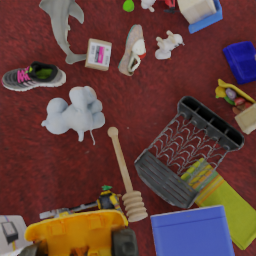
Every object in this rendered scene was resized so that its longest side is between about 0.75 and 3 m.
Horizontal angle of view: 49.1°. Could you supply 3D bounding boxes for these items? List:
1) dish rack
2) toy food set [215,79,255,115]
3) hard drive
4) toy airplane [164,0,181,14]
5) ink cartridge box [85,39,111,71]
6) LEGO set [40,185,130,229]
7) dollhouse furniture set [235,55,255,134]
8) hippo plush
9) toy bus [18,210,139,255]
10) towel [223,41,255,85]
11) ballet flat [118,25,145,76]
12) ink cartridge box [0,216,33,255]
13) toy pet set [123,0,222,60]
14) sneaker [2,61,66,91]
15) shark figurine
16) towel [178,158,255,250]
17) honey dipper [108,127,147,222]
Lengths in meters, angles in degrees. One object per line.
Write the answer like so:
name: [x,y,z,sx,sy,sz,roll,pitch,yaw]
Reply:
dish rack: [1.597,0.689,7.693,2.090,0.743,2.724,39,70,11]
toy food set: [3.173,-0.750,8.162,1.647,0.969,0.538,37,99,6]
hard drive: [1.752,3.586,7.057,1.916,0.368,2.904,-9,76,0]
toy airplane: [1.253,-4.802,9.515,2.283,0.420,2.283,1,73,-5]
ink cartridge box: [-0.915,-2.239,8.597,0.693,0.316,0.841,7,94,-15]
LEGO set: [-0.916,2.874,6.656,2.254,1.698,2.931,-5,74,-2]
dollhouse furniture set: [4.030,-1.145,7.922,2.236,1.243,1.978,-39,51,31]
hippo plush: [-1.564,-0.262,7.989,1.397,1.384,1.738,-12,74,23]
toy bus: [-0.602,3.070,5.379,2.004,2.835,2.953,-10,78,2]
towel: [3.677,-2.079,8.788,0.978,0.328,1.325,-16,75,-4]
ballet flat: [0.189,-2.145,7.997,0.544,1.597,0.537,-33,68,-35]
ink cartridge box: [-3.396,2.799,6.417,1.621,2.197,0.940,-28,76,-8]
toy pet set: [1.432,-3.687,8.961,2.677,1.522,2.867,-19,71,29]
sneaker: [-2.887,-1.597,8.387,1.900,0.831,0.701,-4,74,-1]
shark figurine: [-2.146,-3.328,8.604,1.745,1.219,2.921,1,93,29]
towel: [2.549,2.025,7.676,1.054,0.221,2.449,-42,78,-10]
honey dipper: [-0.117,1.123,7.519,0.510,0.510,2.685,-16,59,-4]
